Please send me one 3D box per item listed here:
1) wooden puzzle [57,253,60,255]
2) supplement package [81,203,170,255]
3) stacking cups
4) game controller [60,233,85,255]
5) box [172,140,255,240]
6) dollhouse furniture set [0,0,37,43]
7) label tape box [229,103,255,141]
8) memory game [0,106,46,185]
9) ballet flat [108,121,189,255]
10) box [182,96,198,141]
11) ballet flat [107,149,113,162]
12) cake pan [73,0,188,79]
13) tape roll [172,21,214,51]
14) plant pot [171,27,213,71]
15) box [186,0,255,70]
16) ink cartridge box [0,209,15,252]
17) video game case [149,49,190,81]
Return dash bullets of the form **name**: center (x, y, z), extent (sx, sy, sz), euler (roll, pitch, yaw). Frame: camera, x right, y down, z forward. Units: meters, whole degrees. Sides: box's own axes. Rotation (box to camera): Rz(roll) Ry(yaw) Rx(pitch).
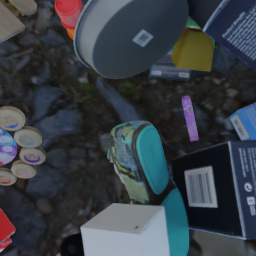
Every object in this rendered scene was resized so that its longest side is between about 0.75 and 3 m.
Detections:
- **wooden puzzle**: center (-0.618, 4.133, 7.269), extent (2.161, 0.540, 2.333), euler (-19, 76, -5)
- **supplement package**: center (0.043, 2.088, 4.168), extent (0.958, 0.961, 1.639), euler (-4, 95, 28)
- **stacking cups**: center (-0.890, -2.001, 5.998), extent (0.706, 2.333, 0.706), euler (0, 85, 5)
- **game controller**: center (-0.188, 2.644, 5.720), extent (2.358, 0.497, 1.230), euler (0, 45, -30)
- **box**: center (2.655, 1.147, 5.591), extent (2.856, 2.120, 1.529), euler (-1, 76, -17)
- **dollhouse furniture set**: center (-2.877, -2.300, 6.464), extent (1.598, 1.961, 1.865), euler (44, 56, 0)
- **label tape box**: center (4.485, -0.115, 8.323), extent (2.307, 0.763, 1.653), euler (-22, 77, -8)
- **memory game**: center (-2.591, 0.333, 4.828), extent (2.301, 2.301, 0.147), euler (-5, 44, -1)
- **ballet flat**: center (0.357, 1.141, 4.997), extent (1.051, 1.051, 2.832), euler (-17, 109, -5)
- **box**: center (1.362, -0.225, 6.161), extent (0.179, 0.626, 0.915), euler (-12, 101, 14)
- **ballet flat**: center (-0.108, 0.461, 5.834), extent (0.488, 1.451, 0.494), euler (7, 100, 2)
- **cake pan**: center (0.171, -1.973, 5.799), extent (2.608, 2.608, 0.478), euler (-28, 68, -7)
- **tape roll**: center (2.088, -2.767, 9.091), extent (1.413, 0.340, 1.413), euler (4, 75, -13)
- **plant pot**: center (1.701, -2.077, 7.240), extent (0.896, 0.890, 0.916), euler (5, 120, -6)
- **box**: center (2.721, -2.297, 6.140), extent (2.580, 1.346, 1.909), euler (27, 30, -20)
- **ink cartridge box**: center (-4.226, 3.021, 7.409), extent (2.500, 0.841, 1.452), euler (-41, 79, -10)
- **video game case**: center (1.404, -2.455, 9.254), extent (1.294, 0.172, 1.812), euler (5, 74, 1)
